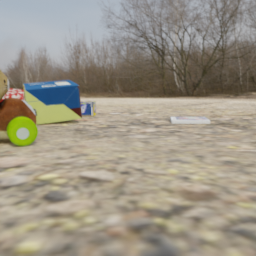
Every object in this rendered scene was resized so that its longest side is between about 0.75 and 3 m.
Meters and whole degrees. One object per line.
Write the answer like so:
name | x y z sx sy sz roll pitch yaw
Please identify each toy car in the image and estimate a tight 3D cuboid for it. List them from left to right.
toy car | -3.338 -0.970 7.034 1.977 2.506 2.058 -3 15 -28

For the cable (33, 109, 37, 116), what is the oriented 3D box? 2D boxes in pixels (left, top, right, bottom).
cable | -4.223 -0.360 9.065 2.738 0.689 1.330 -20 19 -34

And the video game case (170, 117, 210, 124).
video game case | 2.601 -0.331 11.970 1.541 0.177 1.404 1 8 6

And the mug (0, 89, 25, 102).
mug | -6.660 -1.160 14.290 2.517 1.679 2.234 2 42 -18

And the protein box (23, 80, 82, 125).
protein box | -3.241 -1.153 11.843 2.088 1.419 2.104 -9 17 -20

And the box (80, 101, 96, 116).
box | -3.011 -1.045 14.938 2.499 0.803 0.875 0 7 2
